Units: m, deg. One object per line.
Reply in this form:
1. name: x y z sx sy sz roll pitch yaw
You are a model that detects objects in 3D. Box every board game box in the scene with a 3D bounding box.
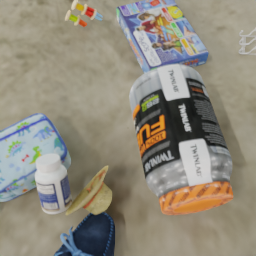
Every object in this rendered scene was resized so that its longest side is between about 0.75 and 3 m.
1. board game box: 0.921 -2.766 8.270 1.805 0.459 2.666 -17 63 -9

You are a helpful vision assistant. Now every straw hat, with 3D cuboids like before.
1. straw hat: -0.622 1.399 5.617 0.534 1.261 1.261 42 67 -6

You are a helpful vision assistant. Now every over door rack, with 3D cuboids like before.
1. over door rack: 3.837 -2.480 8.182 1.109 0.369 0.819 11 63 6

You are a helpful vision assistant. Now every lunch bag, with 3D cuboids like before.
1. lunch bag: -2.386 0.606 6.283 1.878 0.774 1.509 -27 62 -15

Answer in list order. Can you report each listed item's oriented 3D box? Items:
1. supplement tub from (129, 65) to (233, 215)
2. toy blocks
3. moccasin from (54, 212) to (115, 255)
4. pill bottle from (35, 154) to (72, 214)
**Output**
1. supplement tub: 1.073 0.243 5.904 1.737 1.737 2.834 -9 61 -5
2. toy blocks: -1.289 -3.285 8.296 0.911 0.759 0.331 19 50 -31
3. moccasin: -0.932 2.610 4.784 1.132 0.959 2.813 13 46 14
4. pill bottle: -1.525 1.114 5.660 0.620 1.118 0.620 -4 23 2
